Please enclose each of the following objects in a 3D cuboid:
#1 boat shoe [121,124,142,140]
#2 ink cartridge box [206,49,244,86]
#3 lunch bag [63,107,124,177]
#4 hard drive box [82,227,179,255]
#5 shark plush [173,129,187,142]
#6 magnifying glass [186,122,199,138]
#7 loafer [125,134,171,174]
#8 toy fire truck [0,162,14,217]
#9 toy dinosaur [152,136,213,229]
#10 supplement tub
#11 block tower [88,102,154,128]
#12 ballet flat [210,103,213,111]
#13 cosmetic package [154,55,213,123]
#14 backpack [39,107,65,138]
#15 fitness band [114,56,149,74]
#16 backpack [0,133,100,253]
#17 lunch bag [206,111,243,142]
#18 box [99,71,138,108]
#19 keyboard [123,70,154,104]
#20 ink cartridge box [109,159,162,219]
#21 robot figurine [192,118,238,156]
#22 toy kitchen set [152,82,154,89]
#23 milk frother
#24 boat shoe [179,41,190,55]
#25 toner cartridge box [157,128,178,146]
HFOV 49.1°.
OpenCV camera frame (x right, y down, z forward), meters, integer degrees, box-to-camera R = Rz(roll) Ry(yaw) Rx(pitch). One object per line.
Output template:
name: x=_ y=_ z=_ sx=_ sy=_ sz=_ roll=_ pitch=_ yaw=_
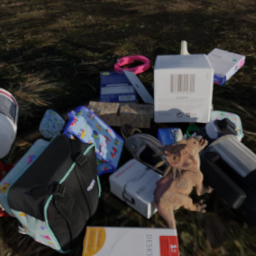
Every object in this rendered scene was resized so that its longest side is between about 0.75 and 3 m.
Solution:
boat shoe: x=0.287 y=0.265 z=10.401 sx=0.646 sy=0.644 sz=1.790 roll=-16 pitch=40 yaw=-20
ink cartridge box: x=4.645 y=-3.163 z=14.779 sx=1.748 sy=0.615 sz=2.929 roll=27 pitch=51 yaw=32
lunch bag: x=-1.175 y=0.295 z=8.906 sx=0.977 sy=2.078 sz=1.564 roll=-26 pitch=24 yaw=24
hard drive box: x=0.044 y=3.223 z=6.365 sx=2.188 sy=0.840 sz=1.706 roll=1 pitch=38 yaw=0
shark plush: x=1.631 y=0.536 z=9.120 sx=0.467 sy=1.028 sz=0.428 roll=3 pitch=-7 yaw=-15
magnifying glass: x=2.584 y=-0.034 z=11.223 sx=0.620 sy=0.175 sz=1.559 roll=1 pitch=39 yaw=1
loafer: x=0.698 y=0.826 z=8.964 sx=0.782 sy=0.894 sz=2.486 roll=-12 pitch=25 yaw=-42
toy fire truck: x=-4.308 y=1.860 z=7.962 sx=2.118 sy=1.414 sz=2.522 roll=-34 pitch=43 yaw=-3
toy dinosaur: x=1.229 y=1.444 z=7.369 sx=1.867 sy=2.755 sz=1.182 roll=22 pitch=4 yaw=-38
supplement tub: x=-4.951 y=-0.185 z=10.086 sx=1.747 sy=1.747 sz=2.490 roll=-9 pitch=38 yaw=-11
block tower: x=-0.289 y=-0.533 z=11.393 sx=2.632 sy=0.761 sz=0.711 roll=2 pitch=37 yaw=6
ballet flat: x=3.399 y=-0.879 z=11.734 sx=0.282 sy=0.282 sz=0.761 roll=8 pitch=25 yaw=10
cosmetic package: x=2.137 y=-1.649 z=11.238 sx=2.114 sy=2.102 sz=2.527 roll=1 pitch=26 yaw=9
backpack: x=-2.893 y=-0.126 z=10.648 sx=0.832 sy=0.883 sz=1.083 roll=4 pitch=52 yaw=43
fitness band: x=0.211 y=-3.498 z=15.568 sx=2.050 sy=0.384 sz=1.472 roll=-23 pitch=43 yaw=-25
backpack: x=-1.771 y=1.692 z=7.009 sx=1.987 sy=2.592 sz=2.279 roll=8 pitch=45 yaw=22
lunch bag: x=3.674 y=0.040 z=10.721 sx=1.298 sy=0.624 sz=1.618 roll=11 pitch=39 yaw=9
box: x=-0.491 y=-1.850 z=13.255 sx=1.673 sy=0.448 sz=2.762 roll=-3 pitch=41 yaw=-2
keyboard: x=0.467 y=-1.893 z=12.834 sx=0.628 sy=0.119 sz=2.232 roll=-2 pitch=48 yaw=-39
ink cartridge box: x=0.360 y=1.768 z=8.408 sx=1.556 sy=0.649 sz=1.130 roll=28 pitch=46 yaw=34
robot figurine: x=2.900 y=0.354 z=9.562 sx=1.214 sy=1.616 sz=1.008 roll=-14 pitch=69 yaw=-53
toy kitchen set: x=1.951 y=-2.394 z=14.063 sx=0.894 sy=1.215 sz=1.517 roll=18 pitch=77 yaw=19
milk frother: x=3.484 y=0.953 z=7.646 sx=2.361 sy=2.616 sz=2.461 roll=28 pitch=16 yaw=-42
boat shoe: x=2.846 y=-3.499 z=13.929 sx=0.566 sy=1.654 sz=0.618 roll=-2 pitch=33 yaw=6
toner cartridge box: x=1.584 y=0.705 z=9.877 sx=0.768 sy=0.349 sz=1.618 roll=-4 pitch=47 yaw=-7
